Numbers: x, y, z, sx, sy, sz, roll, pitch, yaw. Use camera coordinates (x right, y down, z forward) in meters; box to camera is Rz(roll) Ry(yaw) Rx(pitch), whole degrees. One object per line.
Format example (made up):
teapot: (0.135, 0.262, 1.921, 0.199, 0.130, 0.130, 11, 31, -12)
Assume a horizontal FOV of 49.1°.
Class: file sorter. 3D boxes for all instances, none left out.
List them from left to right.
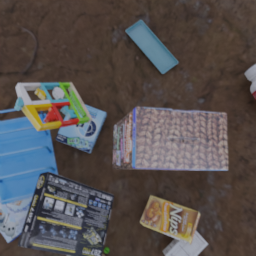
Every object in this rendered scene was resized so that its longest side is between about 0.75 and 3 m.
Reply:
file sorter: (-3.106, 0.789, 8.153, 1.763, 1.558, 2.540, -11, 81, -13)

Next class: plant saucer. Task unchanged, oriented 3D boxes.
plant saucer: (0.981, -3.383, 11.779, 0.881, 0.239, 2.521, -37, 79, -8)

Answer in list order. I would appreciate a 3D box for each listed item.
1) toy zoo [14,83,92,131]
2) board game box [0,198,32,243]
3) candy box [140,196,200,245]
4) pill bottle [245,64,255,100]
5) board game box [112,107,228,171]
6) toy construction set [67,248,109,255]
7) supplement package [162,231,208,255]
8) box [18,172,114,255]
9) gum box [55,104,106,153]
toy zoo: (-2.040, -0.611, 7.440, 0.212, 2.075, 1.361, -41, 73, 35)
board game box: (-4.085, 2.754, 10.255, 1.940, 0.421, 1.931, -39, 80, -8)
candy box: (1.444, 3.157, 9.703, 1.815, 0.502, 1.048, 13, 64, 27)
pill bottle: (5.673, -1.289, 10.641, 1.492, 1.492, 2.658, -28, 79, -6)
board game box: (0.953, 0.465, 7.840, 2.323, 2.914, 1.411, 3, 81, -12)
toy construction set: (-1.380, 4.454, 9.438, 1.645, 1.264, 1.372, 3, 77, 0)
supplement package: (1.964, 4.180, 9.765, 1.347, 0.738, 0.766, -41, 80, -9)
box: (-1.408, 2.224, 6.952, 2.114, 0.519, 1.704, 29, 59, -36)
gum box: (-1.817, -0.047, 10.928, 1.434, 0.376, 1.688, 20, 78, 5)
